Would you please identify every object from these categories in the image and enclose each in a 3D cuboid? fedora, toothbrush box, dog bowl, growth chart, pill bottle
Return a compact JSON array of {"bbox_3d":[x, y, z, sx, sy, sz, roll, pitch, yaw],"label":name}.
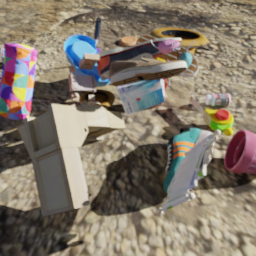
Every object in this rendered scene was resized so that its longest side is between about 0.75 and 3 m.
[{"bbox_3d":[-1.148,-0.914,10.470,1.433,0.584,1.433,-1,36,1],"label":"fedora"},{"bbox_3d":[0.375,-1.051,8.495,1.278,0.936,0.545,-18,49,1],"label":"toothbrush box"},{"bbox_3d":[-1.525,-2.665,11.368,2.492,0.618,1.389,44,61,7],"label":"dog bowl"},{"bbox_3d":[1.432,0.977,6.461,0.181,1.480,2.045,38,55,-6],"label":"growth chart"},{"bbox_3d":[-5.136,-3.384,13.168,1.432,0.812,0.812,-2,41,-3],"label":"pill bottle"},{"bbox_3d":[3.440,-1.069,10.751,0.838,0.485,0.485,0,41,-1],"label":"pill bottle"},{"bbox_3d":[2.359,-3.913,13.359,2.910,1.187,2.910,5,33,-4],"label":"fedora"}]

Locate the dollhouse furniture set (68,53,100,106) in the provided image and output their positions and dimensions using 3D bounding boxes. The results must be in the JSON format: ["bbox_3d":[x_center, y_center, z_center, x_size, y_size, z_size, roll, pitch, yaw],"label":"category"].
[{"bbox_3d":[-1.396,-1.482,9.085,0.878,0.750,1.694,-1,75,-26],"label":"dollhouse furniture set"}]

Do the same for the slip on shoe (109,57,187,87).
[{"bbox_3d":[0.491,-1.602,7.447,2.061,0.784,0.624,-10,81,13],"label":"slip on shoe"}]

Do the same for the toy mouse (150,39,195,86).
[{"bbox_3d":[1.249,-1.920,7.538,1.291,1.452,0.281,-27,26,30],"label":"toy mouse"}]

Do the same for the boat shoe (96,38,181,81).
[{"bbox_3d":[0.350,-2.345,9.455,2.984,0.933,1.062,-11,6,10],"label":"boat shoe"}]

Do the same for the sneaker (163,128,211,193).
[{"bbox_3d":[1.512,0.909,8.219,1.080,0.965,2.703,15,39,27],"label":"sneaker"}]

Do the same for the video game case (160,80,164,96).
[{"bbox_3d":[0.985,-1.438,9.339,0.102,1.129,0.808,10,37,29],"label":"video game case"}]

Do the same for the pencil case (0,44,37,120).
[{"bbox_3d":[-3.280,-1.299,8.152,0.989,2.238,0.989,14,11,-3],"label":"pencil case"}]

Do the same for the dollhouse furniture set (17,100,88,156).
[{"bbox_3d":[-2.347,0.025,9.194,1.242,1.061,2.397,-15,10,46],"label":"dollhouse furniture set"}]

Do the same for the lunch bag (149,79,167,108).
[{"bbox_3d":[0.771,-1.492,10.411,1.395,1.584,0.649,-7,39,-8],"label":"lunch bag"}]

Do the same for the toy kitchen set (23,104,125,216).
[{"bbox_3d":[-1.629,0.945,8.130,2.333,2.580,2.860,-22,-13,32],"label":"toy kitchen set"}]

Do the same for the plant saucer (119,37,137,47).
[{"bbox_3d":[0.045,-4.703,15.181,1.074,0.173,1.074,0,40,0],"label":"plant saucer"}]

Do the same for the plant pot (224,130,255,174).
[{"bbox_3d":[3.608,0.818,8.120,1.139,1.272,1.272,20,43,0],"label":"plant pot"}]

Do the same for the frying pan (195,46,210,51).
[{"bbox_3d":[3.521,-4.308,14.664,1.610,0.262,0.974,15,44,9],"label":"frying pan"}]

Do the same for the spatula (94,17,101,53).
[{"bbox_3d":[-1.446,-3.811,12.361,0.684,2.421,0.249,-8,60,-22],"label":"spatula"}]

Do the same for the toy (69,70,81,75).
[{"bbox_3d":[-1.334,-2.179,11.977,2.018,0.476,1.162,-22,55,-16],"label":"toy"}]

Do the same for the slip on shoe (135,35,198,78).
[{"bbox_3d":[1.405,-2.534,10.302,2.547,0.771,0.968,28,76,16],"label":"slip on shoe"}]

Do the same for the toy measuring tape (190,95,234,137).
[{"bbox_3d":[3.037,-0.505,9.884,0.827,0.827,2.248,-13,44,-15],"label":"toy measuring tape"}]
